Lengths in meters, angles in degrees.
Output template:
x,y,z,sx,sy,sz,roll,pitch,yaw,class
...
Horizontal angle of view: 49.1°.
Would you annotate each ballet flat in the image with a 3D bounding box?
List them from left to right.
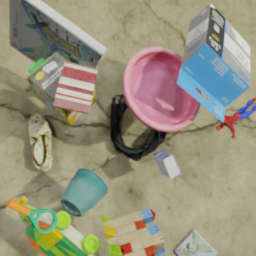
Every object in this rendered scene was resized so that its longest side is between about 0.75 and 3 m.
x,y,z,sx,sy,sz,roll,pitch,yaw,class
-3.264,0.510,10.356,0.859,0.726,2.271,-14,83,2,ballet flat

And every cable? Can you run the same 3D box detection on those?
x,y,z,sx,sy,sz,roll,pitch,yaw,class
0.408,-0.080,10.547,2.155,0.671,2.641,-1,81,-5,cable

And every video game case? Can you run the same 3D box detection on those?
x,y,z,sx,sy,sz,roll,pitch,yaw,class
-2.285,-2.461,8.515,2.917,2.659,0.321,34,63,-9,video game case
2.450,4.499,10.171,1.160,0.128,1.057,44,85,5,video game case

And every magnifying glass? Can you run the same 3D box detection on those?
x,y,z,sx,sy,sz,roll,pitch,yaw,class
-2.165,1.987,6.396,1.369,0.153,0.545,44,62,-35,magnifying glass

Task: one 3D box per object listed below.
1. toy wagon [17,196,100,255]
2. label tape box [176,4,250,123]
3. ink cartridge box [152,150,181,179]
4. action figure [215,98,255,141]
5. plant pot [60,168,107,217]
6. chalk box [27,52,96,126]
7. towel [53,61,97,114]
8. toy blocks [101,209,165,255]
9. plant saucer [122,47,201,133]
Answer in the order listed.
x,y,z,sx,sy,sz,roll,pitch,yaw,class
-2.096,3.053,7.799,2.823,2.191,0.559,40,41,-2,toy wagon
2.490,-1.814,7.778,1.946,0.854,2.698,34,53,-24,label tape box
1.189,1.145,8.986,0.399,1.045,0.713,-27,100,-14,ink cartridge box
3.574,-0.276,8.827,1.737,0.860,0.567,-29,45,4,action figure
-1.433,2.047,8.589,1.191,1.191,1.119,37,49,4,plant pot
-2.051,-1.232,8.212,1.930,1.195,1.201,40,71,11,chalk box
-1.318,-1.017,7.092,0.897,0.142,1.245,13,74,-10,towel
0.260,3.052,7.237,1.493,2.185,1.092,-14,126,-9,toy blocks
0.947,-1.084,8.266,2.534,0.642,2.534,5,76,-22,plant saucer
